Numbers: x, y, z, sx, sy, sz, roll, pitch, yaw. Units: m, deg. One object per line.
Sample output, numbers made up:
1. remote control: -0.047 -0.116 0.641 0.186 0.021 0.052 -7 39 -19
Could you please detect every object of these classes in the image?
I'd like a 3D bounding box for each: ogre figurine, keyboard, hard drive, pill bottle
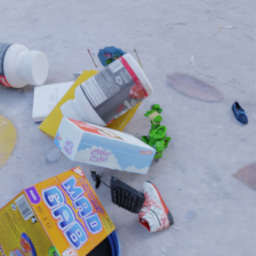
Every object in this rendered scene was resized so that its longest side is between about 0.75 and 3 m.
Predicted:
1. ogre figurine: 0.896 0.243 8.808 0.925 1.131 1.886 -15 46 -13
2. keyboard: -0.284 1.491 6.344 1.342 2.112 0.218 29 66 11
3. hard drive: -2.120 -1.104 10.692 2.837 0.360 1.871 -8 45 -7
4. pill bottle: -0.664 -0.917 8.306 2.557 1.415 1.415 -34 49 3
5. pill bottle: -4.809 -2.504 11.154 2.881 1.723 1.723 8 45 11

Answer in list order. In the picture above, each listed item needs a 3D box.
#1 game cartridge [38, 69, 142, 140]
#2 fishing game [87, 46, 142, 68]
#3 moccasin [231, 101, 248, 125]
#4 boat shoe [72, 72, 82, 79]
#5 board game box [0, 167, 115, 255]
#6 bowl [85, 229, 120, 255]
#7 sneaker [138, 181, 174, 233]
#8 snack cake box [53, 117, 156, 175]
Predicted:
1. game cartridge: -1.171 -0.524 9.363 2.532 0.466 2.872 26 68 22
2. fishing game: -0.433 -2.123 8.963 1.707 1.223 0.265 7 64 18
3. moccasin: 4.032 -0.562 10.186 0.421 0.357 1.046 -10 45 -10
4. boat shoe: -1.960 -2.298 12.025 0.824 0.296 0.271 -1 38 -1
5. board game box: -1.510 1.925 5.522 1.507 1.506 1.506 57 28 9
6. bowl: -1.427 2.961 6.481 2.505 0.492 2.505 0 44 0
7. sneaker: 0.537 2.062 7.411 0.760 0.473 1.417 -16 49 -20
8. snack cake box: -0.595 0.499 7.444 2.334 0.784 1.342 16 9 -36
